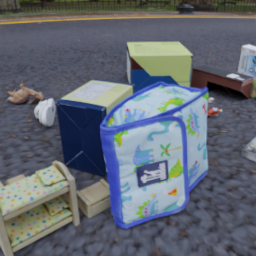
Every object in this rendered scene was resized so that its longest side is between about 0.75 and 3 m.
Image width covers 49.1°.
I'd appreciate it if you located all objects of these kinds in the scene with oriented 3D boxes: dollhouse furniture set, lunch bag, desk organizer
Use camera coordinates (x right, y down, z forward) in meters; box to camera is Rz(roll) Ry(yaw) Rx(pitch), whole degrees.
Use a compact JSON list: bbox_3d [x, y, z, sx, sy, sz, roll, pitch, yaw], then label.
[{"bbox_3d":[-2.000,1.173,6.527,2.592,1.441,2.292,-21,35,-33],"label":"dollhouse furniture set"},{"bbox_3d":[0.614,0.536,6.521,1.873,2.499,2.939,15,32,41],"label":"lunch bag"},{"bbox_3d":[4.252,-2.086,12.975,0.974,1.045,2.715,-22,35,-35],"label":"desk organizer"}]

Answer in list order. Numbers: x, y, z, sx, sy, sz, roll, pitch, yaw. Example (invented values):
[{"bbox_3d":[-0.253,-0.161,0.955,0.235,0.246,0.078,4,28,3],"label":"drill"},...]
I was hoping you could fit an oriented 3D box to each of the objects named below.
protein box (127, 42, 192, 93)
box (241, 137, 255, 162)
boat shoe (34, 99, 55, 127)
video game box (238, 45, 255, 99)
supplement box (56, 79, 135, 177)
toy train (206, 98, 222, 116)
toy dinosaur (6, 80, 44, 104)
[{"bbox_3d":[1.372,-2.962,13.699,2.774,1.886,2.795,-2,28,-3],"label":"protein box"},{"bbox_3d":[4.130,0.709,8.635,0.851,0.260,1.075,25,37,38],"label":"box"},{"bbox_3d":[-3.208,-0.594,10.601,0.669,0.732,2.035,-9,29,-5],"label":"boat shoe"},{"bbox_3d":[5.724,-2.408,12.435,0.502,2.143,1.952,-11,30,-17],"label":"video game box"},{"bbox_3d":[-0.818,-0.102,8.207,1.397,2.082,2.079,12,30,20],"label":"supplement box"},{"bbox_3d":[2.957,-0.793,10.567,0.938,1.249,0.347,-21,54,19],"label":"toy train"},{"bbox_3d":[-4.529,-1.333,12.002,1.558,1.056,0.669,-27,-3,1],"label":"toy dinosaur"}]
